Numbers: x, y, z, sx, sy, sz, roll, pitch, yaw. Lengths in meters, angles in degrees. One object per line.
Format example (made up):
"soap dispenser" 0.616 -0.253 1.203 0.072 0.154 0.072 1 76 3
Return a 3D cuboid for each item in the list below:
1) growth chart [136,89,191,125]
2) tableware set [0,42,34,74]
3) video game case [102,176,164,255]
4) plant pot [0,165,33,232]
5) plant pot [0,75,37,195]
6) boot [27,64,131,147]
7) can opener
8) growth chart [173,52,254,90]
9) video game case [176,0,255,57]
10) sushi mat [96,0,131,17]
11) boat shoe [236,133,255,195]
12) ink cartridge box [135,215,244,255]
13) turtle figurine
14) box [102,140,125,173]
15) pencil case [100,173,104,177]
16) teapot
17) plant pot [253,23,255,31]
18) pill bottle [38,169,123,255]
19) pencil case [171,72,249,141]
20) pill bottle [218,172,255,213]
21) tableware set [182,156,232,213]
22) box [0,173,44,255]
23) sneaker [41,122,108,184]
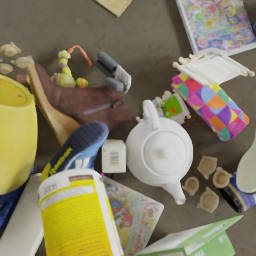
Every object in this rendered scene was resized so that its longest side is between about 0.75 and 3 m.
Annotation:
"growth chart" 1.100 -0.380 8.831 1.690 0.150 1.223 -35 86 -1
"tableware set" -3.612 -2.010 8.326 1.438 1.201 0.167 -16 70 8
"video game case" -0.334 2.956 8.544 2.092 0.263 2.299 26 86 2
"plant pot" -4.288 1.300 7.532 2.722 2.722 2.447 33 80 3
"plant pot" -3.381 -0.105 6.759 2.862 2.862 2.032 35 113 2
"boot" -1.365 -0.878 8.064 2.265 0.985 2.723 -29 99 -21
"can opener" -0.570 -1.647 8.107 0.673 2.014 0.537 -4 126 -34
"growth chart" 2.433 -1.728 8.033 2.100 0.186 1.520 -21 53 -30
"video game case" 2.763 -3.613 9.020 1.966 0.247 2.746 -17 86 -1
"sushi mat" -0.801 -4.566 9.148 2.005 0.121 0.959 37 86 2
"boat shoe" 3.729 0.810 7.533 0.871 0.925 2.576 52 59 -25
"ink cartridge box" 1.595 3.129 7.030 1.491 2.872 0.852 -11 70 -38
"turtle figurine" -2.154 -1.074 8.497 2.263 0.904 2.807 -9 89 1
"box" -0.403 0.757 7.915 0.606 1.772 0.728 -1 93 -2
"pencil case" -1.227 2.270 8.092 0.890 0.820 1.926 -2 73 14
"teapot" 0.924 0.643 7.918 2.176 1.589 2.147 28 85 -3
"plant pot" 4.736 -3.370 8.537 1.307 1.176 1.308 32 87 1
"pill bottle" -1.002 2.442 6.105 1.544 1.544 2.827 -19 60 -1
"pencil case" 2.421 -0.800 8.411 1.121 1.121 2.536 -41 87 -3
"pill bottle" 3.704 1.597 8.256 1.849 1.034 1.034 -32 87 -3
"tableware set" 2.315 1.606 8.222 0.177 1.273 1.524 24 99 -37
"box" -2.833 2.659 8.276 1.007 0.838 2.451 26 87 2
"sneaker" -1.291 0.801 7.438 2.291 0.942 0.847 -47 47 6
